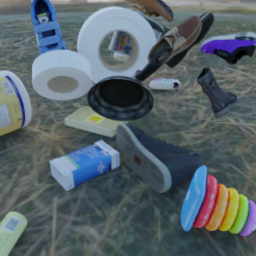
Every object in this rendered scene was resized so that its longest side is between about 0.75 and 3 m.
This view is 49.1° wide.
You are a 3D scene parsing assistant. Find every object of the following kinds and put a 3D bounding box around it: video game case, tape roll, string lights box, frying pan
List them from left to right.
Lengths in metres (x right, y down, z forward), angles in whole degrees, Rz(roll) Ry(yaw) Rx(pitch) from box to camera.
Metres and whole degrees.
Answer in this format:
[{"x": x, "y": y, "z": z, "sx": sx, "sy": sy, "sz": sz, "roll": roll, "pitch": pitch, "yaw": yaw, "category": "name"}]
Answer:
[{"x": -1.576, "y": -1.226, "z": 6.725, "sx": 1.403, "sy": 1.403, "sz": 0.491, "roll": -5, "pitch": 65, "yaw": -8, "category": "tape roll"}, {"x": -1.228, "y": 1.031, "z": 8.101, "sx": 1.779, "sy": 0.525, "sz": 0.914, "roll": -21, "pitch": 35, "yaw": -33, "category": "string lights box"}, {"x": -0.377, "y": -2.624, "z": 9.390, "sx": 2.619, "sy": 2.619, "sz": 0.916, "roll": -6, "pitch": 26, "yaw": -11, "category": "tape roll"}, {"x": -0.101, "y": -0.882, "z": 5.645, "sx": 1.446, "sy": 2.390, "sz": 0.389, "roll": 7, "pitch": 56, "yaw": -4, "category": "frying pan"}, {"x": 0.320, "y": -3.301, "z": 10.406, "sx": 1.967, "sy": 1.409, "sz": 0.177, "roll": 7, "pitch": 22, "yaw": -40, "category": "video game case"}]

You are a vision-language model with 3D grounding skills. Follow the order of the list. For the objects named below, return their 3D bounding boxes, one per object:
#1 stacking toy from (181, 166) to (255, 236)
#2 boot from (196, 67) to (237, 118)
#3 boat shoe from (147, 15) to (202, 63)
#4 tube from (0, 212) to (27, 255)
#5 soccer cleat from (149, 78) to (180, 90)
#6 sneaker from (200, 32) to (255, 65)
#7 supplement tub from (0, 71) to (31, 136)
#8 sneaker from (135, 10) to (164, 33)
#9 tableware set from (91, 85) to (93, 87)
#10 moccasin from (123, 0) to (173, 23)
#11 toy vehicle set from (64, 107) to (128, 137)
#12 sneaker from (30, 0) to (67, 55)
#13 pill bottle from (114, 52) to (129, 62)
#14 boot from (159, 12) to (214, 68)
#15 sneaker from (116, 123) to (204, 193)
[{"x": 2.370, "y": 1.866, "z": 6.156, "sx": 2.209, "sy": 1.213, "sz": 1.282, "roll": 18, "pitch": 26, "yaw": 9, "category": "stacking toy"}, {"x": 2.695, "y": -1.218, "z": 8.529, "sx": 0.569, "sy": 1.432, "sz": 1.644, "roll": -22, "pitch": 13, "yaw": 39, "category": "boot"}, {"x": 1.222, "y": -2.290, "z": 7.476, "sx": 0.663, "sy": 1.750, "sz": 0.628, "roll": 49, "pitch": 18, "yaw": 5, "category": "boat shoe"}, {"x": -2.687, "y": 2.527, "z": 5.471, "sx": 0.500, "sy": 0.558, "sz": 1.925, "roll": 43, "pitch": 30, "yaw": -13, "category": "tube"}, {"x": 1.871, "y": -2.167, "z": 14.000, "sx": 1.578, "sy": 0.551, "sz": 0.681, "roll": -5, "pitch": 29, "yaw": -11, "category": "soccer cleat"}, {"x": 2.794, "y": -2.174, "z": 7.960, "sx": 1.591, "sy": 0.791, "sz": 0.553, "roll": 0, "pitch": -10, "yaw": 37, "category": "sneaker"}, {"x": -5.069, "y": -0.577, "z": 9.361, "sx": 2.157, "sy": 2.157, "sz": 2.966, "roll": 24, "pitch": 37, "yaw": 37, "category": "supplement tub"}, {"x": 0.633, "y": -3.554, "z": 9.963, "sx": 1.269, "sy": 0.674, "sz": 0.475, "roll": 23, "pitch": 13, "yaw": -21, "category": "sneaker"}, {"x": -0.768, "y": -2.412, "z": 14.718, "sx": 2.585, "sy": 0.300, "sz": 2.159, "roll": -4, "pitch": 29, "yaw": -9, "category": "tableware set"}, {"x": 0.712, "y": -4.511, "z": 10.418, "sx": 2.255, "sy": 0.870, "sz": 0.825, "roll": 37, "pitch": 26, "yaw": 14, "category": "moccasin"}, {"x": -1.207, "y": -0.280, "z": 10.786, "sx": 2.098, "sy": 0.278, "sz": 1.304, "roll": 14, "pitch": 31, "yaw": 24, "category": "toy vehicle set"}, {"x": -2.225, "y": -2.636, "z": 7.711, "sx": 0.770, "sy": 2.082, "sz": 0.856, "roll": -17, "pitch": -2, "yaw": -7, "category": "sneaker"}, {"x": -0.202, "y": -3.895, "z": 12.509, "sx": 0.920, "sy": 1.679, "sz": 0.920, "roll": 3, "pitch": -5, "yaw": 0, "category": "pill bottle"}, {"x": 2.049, "y": -4.033, "z": 11.623, "sx": 1.798, "sy": 2.600, "sz": 1.007, "roll": 51, "pitch": 10, "yaw": 28, "category": "boot"}, {"x": 0.811, "y": 0.728, "z": 8.343, "sx": 1.519, "sy": 1.070, "sz": 2.860, "roll": -10, "pitch": 37, "yaw": -30, "category": "sneaker"}]
